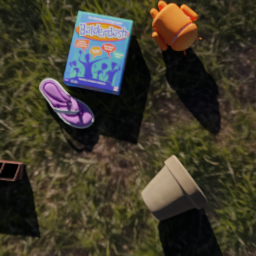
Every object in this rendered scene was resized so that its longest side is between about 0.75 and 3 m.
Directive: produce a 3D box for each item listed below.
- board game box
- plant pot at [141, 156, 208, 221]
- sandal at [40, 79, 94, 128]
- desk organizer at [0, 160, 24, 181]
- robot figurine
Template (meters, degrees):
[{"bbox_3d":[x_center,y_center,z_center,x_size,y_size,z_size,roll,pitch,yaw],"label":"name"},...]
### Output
[{"bbox_3d":[-1.089,-2.776,10.470,2.083,0.616,2.739,10,84,2],"label":"board game box"},{"bbox_3d":[1.421,2.169,9.404,1.694,1.942,1.942,-36,85,4],"label":"plant pot"},{"bbox_3d":[-2.351,-0.865,10.303,2.442,0.600,0.994,39,85,4],"label":"sandal"},{"bbox_3d":[-4.761,1.483,10.012,1.791,0.690,0.642,6,86,0],"label":"desk organizer"},{"bbox_3d":[1.700,-3.674,10.325,1.451,1.177,2.018,-39,83,-27],"label":"robot figurine"}]
